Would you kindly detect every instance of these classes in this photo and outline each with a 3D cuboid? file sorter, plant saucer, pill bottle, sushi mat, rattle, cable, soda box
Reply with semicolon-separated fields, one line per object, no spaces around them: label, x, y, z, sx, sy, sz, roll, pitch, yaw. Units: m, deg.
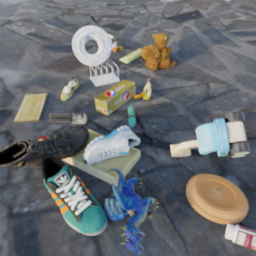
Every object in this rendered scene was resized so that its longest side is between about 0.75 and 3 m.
file sorter;-1.202;-2.764;14.191;1.298;0.808;0.901;-16;41;-19
plant saucer;2.646;2.006;8.309;1.836;0.296;1.836;8;33;-6
pill bottle;3.016;2.846;7.357;0.832;0.475;0.475;15;41;17
sushi mat;-4.273;-0.915;12.388;1.023;0.129;2.139;-2;39;-2
rattle;0.681;-1.830;12.727;0.754;1.055;0.687;7;7;-4
cable;-1.742;-3.943;13.538;1.892;1.891;0.655;32;2;-15
soda box;-0.530;-1.395;12.512;0.704;0.666;2.080;21;42;30

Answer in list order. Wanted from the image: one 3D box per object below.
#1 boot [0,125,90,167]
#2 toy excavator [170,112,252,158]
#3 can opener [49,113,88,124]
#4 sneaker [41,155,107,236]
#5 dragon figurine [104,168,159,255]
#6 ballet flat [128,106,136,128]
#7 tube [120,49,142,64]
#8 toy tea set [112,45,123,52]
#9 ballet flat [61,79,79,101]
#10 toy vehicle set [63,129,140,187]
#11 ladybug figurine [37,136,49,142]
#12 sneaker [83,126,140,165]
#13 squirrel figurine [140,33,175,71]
boot;-2.542;0.623;8.459;2.599;2.262;0.900;-28;81;3
toy excavator;2.415;0.425;8.791;2.351;2.286;1.174;-7;76;14
can opener;-2.459;-0.406;11.650;1.546;0.412;0.517;2;6;4
sneaker;-1.704;1.834;7.958;1.018;1.139;2.851;-37;51;-23
dragon figurine;-0.135;2.003;7.691;1.383;0.819;2.782;-6;44;-40
ballet flat;0.157;-0.454;11.305;0.308;0.870;0.308;-6;1;0
tube;0.247;-4.147;16.303;1.584;0.411;0.460;-36;12;-30
toy tea set;-0.960;-5.125;17.445;1.259;0.466;0.749;26;45;29
ballet flat;-2.793;-1.848;13.283;0.529;0.529;1.497;11;40;14
toy vehicle set;-1.047;0.923;9.887;2.567;0.340;1.595;21;43;25
ladybug figurine;-3.131;0.517;10.186;0.282;0.532;0.784;41;6;-10
sneaker;-0.479;0.666;9.309;2.148;0.805;0.931;-31;47;-31
squirrel figurine;1.613;-4.121;15.115;1.900;1.773;1.344;-31;48;-33
